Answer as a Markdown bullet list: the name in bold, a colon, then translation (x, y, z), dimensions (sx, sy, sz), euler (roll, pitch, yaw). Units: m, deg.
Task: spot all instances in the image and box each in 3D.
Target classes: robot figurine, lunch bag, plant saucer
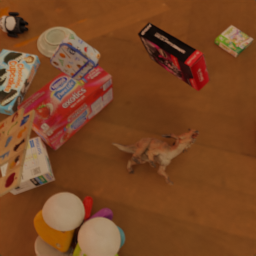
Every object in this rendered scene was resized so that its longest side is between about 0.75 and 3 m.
- **robot figurine**: translation (-4.789, -4.316, 11.731), dimensions (1.127, 0.703, 0.846), euler (6, 57, 3)
- **lunch bag**: translation (-1.341, -1.749, 7.146), dimensions (1.051, 1.311, 0.495), euler (34, 64, -22)
- **plant saucer**: translation (-2.949, -3.638, 11.559), dimensions (1.685, 0.423, 1.685), euler (0, 64, 1)

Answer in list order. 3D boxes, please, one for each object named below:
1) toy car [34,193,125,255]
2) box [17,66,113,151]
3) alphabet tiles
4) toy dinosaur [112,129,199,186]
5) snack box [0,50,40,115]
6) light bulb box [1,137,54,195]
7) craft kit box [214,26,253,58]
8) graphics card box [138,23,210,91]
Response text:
- **toy car**: translation (-1.191, 2.837, 7.658), dimensions (2.547, 2.229, 1.910), euler (31, 31, 15)
- **box**: translation (-1.998, -0.860, 9.576), dimensions (1.405, 1.467, 2.942), euler (40, 70, 17)
- **alphabet tiles**: translation (-2.498, 0.564, 5.199), dimensions (1.833, 0.083, 2.192), euler (-30, 39, 17)
- **toy dinosaur**: translation (0.885, 0.681, 9.107), dimensions (2.590, 1.111, 1.755), euler (10, 53, 22)
- **snack box**: translation (-4.516, -1.760, 10.586), dimensions (1.480, 0.473, 2.548), euler (12, 64, 6)
- **light bulb box**: translation (-3.223, 1.197, 8.899), dimensions (1.350, 0.843, 1.338), euler (-19, 65, -9)
- **craft kit box**: translation (4.386, -3.612, 11.645), dimensions (1.121, 0.275, 1.135), euler (41, 70, 21)
- **graphics card box**: translation (1.409, -2.199, 8.654), dimensions (0.579, 1.428, 2.276), euler (-46, 59, 0)
